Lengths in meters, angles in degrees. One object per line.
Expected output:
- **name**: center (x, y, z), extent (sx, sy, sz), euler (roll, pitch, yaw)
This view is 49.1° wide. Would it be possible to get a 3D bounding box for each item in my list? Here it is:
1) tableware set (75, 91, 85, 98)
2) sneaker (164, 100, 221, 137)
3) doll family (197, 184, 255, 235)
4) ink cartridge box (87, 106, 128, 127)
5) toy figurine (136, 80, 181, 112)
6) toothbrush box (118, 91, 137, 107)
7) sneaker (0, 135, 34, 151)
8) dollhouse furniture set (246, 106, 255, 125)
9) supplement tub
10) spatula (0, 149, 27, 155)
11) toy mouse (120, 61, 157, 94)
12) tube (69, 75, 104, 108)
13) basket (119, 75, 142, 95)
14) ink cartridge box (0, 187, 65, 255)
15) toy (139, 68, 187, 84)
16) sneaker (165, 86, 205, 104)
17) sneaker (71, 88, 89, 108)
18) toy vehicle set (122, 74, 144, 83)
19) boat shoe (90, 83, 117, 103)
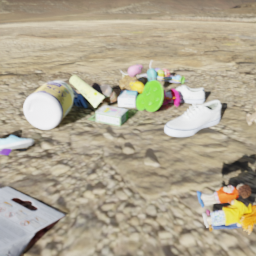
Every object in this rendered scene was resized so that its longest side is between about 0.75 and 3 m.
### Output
- **tableware set**: center (-2.391, -1.568, 13.671), extent (1.134, 0.132, 0.948), euler (12, 29, 21)
- **sneaker**: center (2.434, -0.439, 10.487), extent (2.738, 0.969, 1.000), euler (-19, 32, -34)
- **doll family**: center (2.092, 1.734, 5.449), extent (1.122, 1.807, 0.814), euler (-15, 54, 16)
- **ink cartridge box**: center (-0.824, -0.524, 11.266), extent (1.490, 0.442, 0.774), euler (11, 29, 21)
- **toy figurine**: center (1.465, -1.216, 12.153), extent (1.601, 1.306, 1.739), euler (3, -20, -37)
- **toothbrush box**: center (-0.004, -1.341, 12.868), extent (0.775, 0.452, 1.059), euler (3, 27, 9)
- **sneaker**: center (-3.693, 0.424, 9.200), extent (1.119, 0.414, 0.459), euler (-9, 71, -17)
- **dollhouse furniture set**: center (5.086, -0.371, 11.004), extent (0.534, 0.625, 1.207), euler (43, 31, -5)
- **supplement tub**: center (-3.016, -0.969, 10.994), extent (1.457, 1.457, 2.004), euler (3, 27, 6)
- **spatula**: center (-3.579, 0.722, 8.817), extent (0.096, 0.265, 0.939), euler (46, 23, 21)
- **toy mouse**: center (0.702, -2.599, 13.461), extent (2.068, 0.400, 1.837), euler (33, 81, 14)
- **tube**: center (-1.753, -1.575, 11.678), extent (1.577, 0.458, 0.409), euler (42, 45, 7)
- **basket**: center (0.175, -2.094, 14.401), extent (0.982, 1.025, 1.375), euler (-32, 27, 9)
- **ink cartridge box**: center (-3.066, 2.223, 5.932), extent (2.188, 0.768, 2.691), euler (15, 9, 28)
- **toy**: center (2.070, -3.057, 16.046), extent (2.518, 0.595, 1.450), euler (22, 26, 33)
- **sneaker**: center (2.460, -1.595, 12.982), extent (2.158, 0.764, 0.788), euler (2, 22, 4)
- **sneaker**: center (-2.368, -1.217, 12.519), extent (1.552, 0.574, 0.638), euler (32, 65, 34)
- **toy vehicle set**: center (0.281, -2.863, 16.202), extent (0.859, 0.183, 1.383), euler (-10, 28, -19)
- **boat shoe**: center (-1.268, -1.517, 12.940), extent (0.837, 0.793, 2.210), euler (-56, 34, -8)
